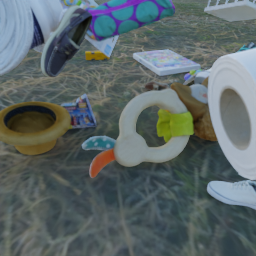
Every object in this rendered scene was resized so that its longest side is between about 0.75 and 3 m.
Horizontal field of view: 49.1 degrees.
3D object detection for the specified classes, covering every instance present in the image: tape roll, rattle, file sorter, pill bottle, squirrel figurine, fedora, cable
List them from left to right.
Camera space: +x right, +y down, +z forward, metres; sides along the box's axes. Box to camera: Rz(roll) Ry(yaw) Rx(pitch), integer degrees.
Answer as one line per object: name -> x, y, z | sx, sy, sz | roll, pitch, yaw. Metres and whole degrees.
cable -> -3.107, -2.108, 5.465 | 2.387, 2.387, 0.826 | -30, 13, -11
pill bottle -> -2.915, -2.670, 7.267 | 2.384, 1.380, 1.380 | -30, 40, -17
fedora -> -2.478, 0.072, 7.279 | 2.108, 0.860, 2.108 | 2, 33, -1
rattle -> 0.121, 0.165, 7.139 | 2.725, 1.774, 1.946 | -36, 23, -4
squirrel figurine -> 1.819, -0.322, 7.550 | 1.218, 1.607, 1.722 | -21, 69, -18
file sorter -> 3.315, -3.829, 8.161 | 1.150, 1.032, 1.657 | 7, 11, -28
tape roll -> 1.721, -0.187, 3.847 | 0.610, 1.744, 1.744 | -14, 32, -4

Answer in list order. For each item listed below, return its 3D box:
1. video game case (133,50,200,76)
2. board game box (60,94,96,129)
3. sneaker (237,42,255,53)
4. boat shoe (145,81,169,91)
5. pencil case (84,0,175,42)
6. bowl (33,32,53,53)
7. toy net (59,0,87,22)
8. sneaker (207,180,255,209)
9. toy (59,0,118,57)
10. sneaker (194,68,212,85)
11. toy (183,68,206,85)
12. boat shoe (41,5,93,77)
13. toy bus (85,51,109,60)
video game case -> 1.752, -3.199, 13.422 | 2.067, 0.260, 2.887 | -12, 33, -19
board game box -> -1.445, -0.482, 8.086 | 0.990, 0.990, 0.305 | -3, 31, -5
sneaker -> 4.491, -2.696, 11.006 | 2.949, 1.345, 1.144 | -11, 31, -43
boat shoe -> 1.072, -1.527, 10.517 | 0.913, 0.346, 0.328 | 4, 32, 10
pencil case -> 0.014, -2.947, 7.074 | 2.169, 0.923, 1.002 | -18, -12, 8
bowl -> -2.719, -2.981, 9.282 | 1.039, 0.487, 1.039 | 9, 51, -11
toy net -> -1.583, -2.898, 7.715 | 0.472, 1.281, 2.443 | 32, 16, -11
sneaker -> 2.331, 1.260, 5.610 | 1.416, 0.501, 0.517 | 11, 32, 19
toy -> -1.230, -3.860, 9.783 | 0.603, 2.553, 1.470 | -5, 59, 52
sneaker -> 3.672, -1.546, 9.629 | 1.049, 1.082, 2.963 | -38, 42, -17
toy -> 2.496, -2.053, 10.979 | 1.352, 0.779, 0.319 | -28, 78, -42
boat shoe -> -1.248, -1.744, 5.751 | 0.512, 1.581, 0.569 | 28, -1, 27
toy bus -> -1.545, -3.650, 14.076 | 1.163, 0.379, 0.455 | -4, 30, -6
